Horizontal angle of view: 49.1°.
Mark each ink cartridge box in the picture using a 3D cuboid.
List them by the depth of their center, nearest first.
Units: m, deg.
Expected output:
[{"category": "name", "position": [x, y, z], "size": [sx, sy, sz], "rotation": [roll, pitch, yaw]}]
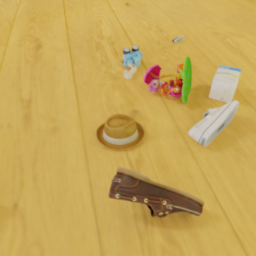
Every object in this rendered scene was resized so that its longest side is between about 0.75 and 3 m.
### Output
[{"category": "ink cartridge box", "position": [4.171, -1.899, 12.057], "size": [0.965, 0.982, 1.334], "rotation": [17, 44, 19]}]

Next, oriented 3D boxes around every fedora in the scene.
[{"category": "fedora", "position": [-0.286, 0.001, 10.111], "size": [1.782, 0.727, 1.782], "rotation": [1, 41, 0]}]

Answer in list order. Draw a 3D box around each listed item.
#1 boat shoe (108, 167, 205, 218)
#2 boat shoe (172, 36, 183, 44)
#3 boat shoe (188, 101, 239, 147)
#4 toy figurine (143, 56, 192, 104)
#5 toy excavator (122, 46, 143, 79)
[{"category": "boat shoe", "position": [0.755, 1.959, 7.600], "size": [2.636, 0.928, 0.927], "rotation": [20, 67, -2]}, {"category": "boat shoe", "position": [2.886, -5.166, 16.273], "size": [0.835, 0.295, 0.266], "rotation": [-32, 52, -29]}, {"category": "boat shoe", "position": [3.202, -0.361, 10.346], "size": [0.852, 0.959, 2.607], "rotation": [34, 50, 27]}, {"category": "toy figurine", "position": [1.623, -2.013, 12.217], "size": [1.991, 1.624, 2.163], "rotation": [2, 65, 23]}, {"category": "toy excavator", "position": [0.204, -3.171, 13.753], "size": [1.562, 0.802, 1.606], "rotation": [-23, 55, -22]}]
